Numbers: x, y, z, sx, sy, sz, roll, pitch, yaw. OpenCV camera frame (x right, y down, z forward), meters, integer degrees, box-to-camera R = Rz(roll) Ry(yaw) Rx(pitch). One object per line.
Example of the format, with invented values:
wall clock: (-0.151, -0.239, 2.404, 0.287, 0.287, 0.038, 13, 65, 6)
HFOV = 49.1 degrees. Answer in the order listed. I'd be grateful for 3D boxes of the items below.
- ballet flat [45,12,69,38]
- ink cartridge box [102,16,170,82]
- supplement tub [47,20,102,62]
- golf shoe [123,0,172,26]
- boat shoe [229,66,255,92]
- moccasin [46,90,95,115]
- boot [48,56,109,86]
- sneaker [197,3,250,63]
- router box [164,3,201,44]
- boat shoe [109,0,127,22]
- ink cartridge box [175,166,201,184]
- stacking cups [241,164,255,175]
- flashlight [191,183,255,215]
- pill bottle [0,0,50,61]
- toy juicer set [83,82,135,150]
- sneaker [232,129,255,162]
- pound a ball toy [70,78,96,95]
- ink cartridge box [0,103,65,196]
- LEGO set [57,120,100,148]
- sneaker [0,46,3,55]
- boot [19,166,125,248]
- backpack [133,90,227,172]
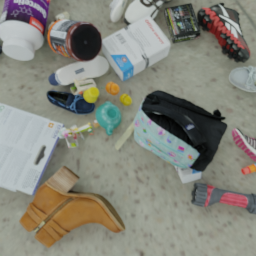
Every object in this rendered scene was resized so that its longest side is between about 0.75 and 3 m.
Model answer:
ballet flat: (-2.546, -3.756, 10.112, 0.457, 0.422, 1.355, 18, 73, 19)
ink cartridge box: (0.245, -2.718, 9.604, 1.922, 0.825, 1.407, -31, 76, -10)
supplement tub: (-1.850, -2.858, 9.053, 1.193, 1.193, 2.230, -46, 40, -12)
golf shoe: (0.854, -4.724, 9.988, 1.064, 1.293, 2.737, 41, 79, 9)
boat shoe: (4.458, -1.552, 9.065, 2.302, 0.738, 0.848, 21, 86, 24)
moccasin: (-1.917, -0.824, 9.170, 1.644, 0.561, 0.661, 10, 73, 3)
boot: (-1.670, -1.916, 9.418, 2.013, 0.909, 0.732, -23, 106, -35)
sneaker: (3.558, -3.414, 9.784, 1.218, 0.881, 2.493, -32, 74, -7)
router box: (1.951, -3.791, 10.149, 0.994, 0.412, 1.326, -11, 73, -3)
boat shoe: (-0.440, -4.511, 10.363, 0.471, 0.495, 1.375, 14, 77, 21)
ink cartridge box: (1.759, 1.146, 8.555, 0.587, 0.346, 1.019, -14, 40, -4)
stacking cups: (4.016, 1.196, 8.719, 0.992, 0.300, 0.300, -15, 74, -2)
flashlight: (2.952, 2.126, 8.202, 2.103, 0.715, 0.712, 12, 76, 4)
pill bottle: (-3.535, -3.676, 9.570, 1.438, 1.438, 2.557, 3, 73, 1)
toy juicer set: (-0.413, -0.476, 9.142, 1.383, 0.592, 2.175, -27, 87, -29)
sneaker: (3.824, 0.459, 8.848, 0.542, 0.457, 1.239, -35, 76, -19)
pound a ball toy: (-1.438, -1.344, 9.100, 0.903, 0.589, 0.384, -23, 81, -45)
ink cartridge box: (-3.478, 0.635, 8.644, 2.429, 0.493, 2.424, 18, 68, 5)
LEGO set: (-1.483, 0.218, 8.782, 1.535, 0.706, 0.571, -14, 75, -41)
sneaker: (-4.829, -2.548, 9.608, 1.315, 0.731, 1.881, 2, 76, -1)
boot: (-1.595, 2.627, 7.937, 2.638, 1.012, 2.048, 39, 83, 1)
backpack: (1.374, 0.058, 8.184, 2.520, 1.595, 2.103, 29, 39, 12)
